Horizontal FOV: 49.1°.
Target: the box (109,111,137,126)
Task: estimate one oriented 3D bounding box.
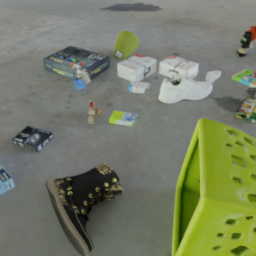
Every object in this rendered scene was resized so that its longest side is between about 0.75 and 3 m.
[{"bbox_3d":[-0.191,-0.403,11.869,1.064,0.254,0.649,9,39,12],"label":"box"}]

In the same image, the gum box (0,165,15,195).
[{"bbox_3d":[-4.954,1.787,8.852,2.011,0.448,1.709,-30,47,-33],"label":"gum box"}]

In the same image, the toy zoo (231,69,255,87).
[{"bbox_3d":[6.635,-2.473,14.607,1.308,0.204,1.994,-26,45,-30],"label":"toy zoo"}]

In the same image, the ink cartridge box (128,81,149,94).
[{"bbox_3d":[0.546,-2.001,13.888,0.969,0.329,0.558,9,38,11],"label":"ink cartridge box"}]

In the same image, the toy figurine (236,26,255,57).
[{"bbox_3d":[7.909,-5.031,17.013,2.141,1.513,2.174,25,42,21],"label":"toy figurine"}]

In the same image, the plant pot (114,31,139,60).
[{"bbox_3d":[-0.255,-4.855,16.957,1.400,1.400,1.496,14,53,17],"label":"plant pot"}]

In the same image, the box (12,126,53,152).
[{"bbox_3d":[-3.680,0.414,10.802,1.198,0.261,0.960,15,40,18],"label":"box"}]

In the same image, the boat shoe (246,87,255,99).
[{"bbox_3d":[6.146,-1.548,13.195,1.301,0.473,0.408,30,43,27],"label":"boat shoe"}]

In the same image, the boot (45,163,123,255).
[{"bbox_3d":[-1.054,2.123,8.043,2.015,0.979,2.676,-20,36,-23],"label":"boot"}]

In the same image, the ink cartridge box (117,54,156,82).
[{"bbox_3d":[0.468,-3.231,15.133,1.318,0.757,1.815,27,45,31],"label":"ink cartridge box"}]

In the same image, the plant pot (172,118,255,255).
[{"bbox_3d":[2.690,1.835,6.951,2.615,2.882,2.868,11,38,5],"label":"plant pot"}]

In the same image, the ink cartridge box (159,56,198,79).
[{"bbox_3d":[2.720,-3.186,15.112,1.719,0.729,1.252,29,46,29],"label":"ink cartridge box"}]

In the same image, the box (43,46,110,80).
[{"bbox_3d":[-2.849,-3.606,15.629,2.942,0.750,2.320,20,41,24],"label":"box"}]

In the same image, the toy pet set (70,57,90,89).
[{"bbox_3d":[-2.537,-2.636,13.801,0.737,1.295,1.387,-39,38,-13],"label":"toy pet set"}]

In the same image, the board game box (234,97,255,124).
[{"bbox_3d":[5.439,-0.834,12.493,0.919,0.206,1.755,22,43,24],"label":"board game box"}]

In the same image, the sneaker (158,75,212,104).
[{"bbox_3d":[2.789,-1.900,13.153,2.758,1.105,0.970,-11,37,-17],"label":"sneaker"}]

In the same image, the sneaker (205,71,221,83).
[{"bbox_3d":[4.318,-2.732,14.758,0.607,0.516,1.373,26,34,33],"label":"sneaker"}]

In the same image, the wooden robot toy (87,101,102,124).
[{"bbox_3d":[-1.419,-0.731,12.088,0.598,0.581,1.318,7,40,-12],"label":"wooden robot toy"}]
